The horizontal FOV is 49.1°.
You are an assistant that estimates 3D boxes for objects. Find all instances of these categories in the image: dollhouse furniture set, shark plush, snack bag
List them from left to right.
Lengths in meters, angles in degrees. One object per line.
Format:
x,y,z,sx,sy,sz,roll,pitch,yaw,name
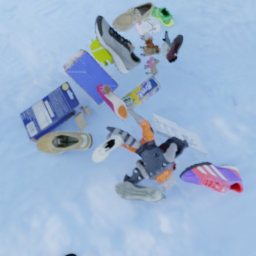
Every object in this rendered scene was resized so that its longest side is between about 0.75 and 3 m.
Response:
-2.033,-0.402,10.893,0.932,0.608,0.880,13,47,37,dollhouse furniture set
1.666,-3.397,11.408,0.638,1.532,0.696,-43,46,-2,shark plush
1.736,0.178,9.566,1.958,0.210,1.846,24,18,-7,snack bag

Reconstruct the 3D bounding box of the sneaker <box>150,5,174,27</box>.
1.754,-6.042,14.666,0.676,0.763,1.825,-33,60,-20,sneaker

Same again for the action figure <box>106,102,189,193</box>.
0.338,0.953,8.462,2.572,2.659,1.391,46,20,9,action figure

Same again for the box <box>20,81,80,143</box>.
-2.903,-0.629,10.580,2.287,0.371,1.386,-35,60,4,box

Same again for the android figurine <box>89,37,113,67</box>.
-1.110,-3.179,11.676,1.168,1.283,0.264,-8,36,45,android figurine

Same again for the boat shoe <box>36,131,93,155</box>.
-2.356,0.458,9.513,2.280,0.868,0.817,-10,83,26,boat shoe

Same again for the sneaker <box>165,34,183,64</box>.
1.876,-2.995,10.868,0.434,1.146,0.662,14,33,-19,sneaker

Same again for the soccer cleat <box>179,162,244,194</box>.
2.675,1.618,8.741,2.371,0.809,0.868,7,47,-30,soccer cleat

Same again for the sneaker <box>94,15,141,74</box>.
-0.376,-3.189,10.513,0.986,2.486,0.919,-16,45,28,sneaker

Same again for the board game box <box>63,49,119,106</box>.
-1.411,-1.902,10.179,0.993,1.634,2.050,-44,23,2,board game box

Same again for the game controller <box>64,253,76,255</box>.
-2.078,4.079,7.725,1.538,0.324,0.802,-17,57,-13,game controller

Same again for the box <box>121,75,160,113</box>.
0.386,-1.099,9.285,1.418,0.497,0.456,-38,77,2,box

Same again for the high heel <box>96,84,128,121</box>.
-0.477,-0.727,8.172,0.427,1.269,0.609,-47,25,-16,high heel

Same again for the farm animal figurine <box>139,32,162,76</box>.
0.853,-2.622,9.953,0.663,1.271,1.257,-9,39,-11,farm animal figurine

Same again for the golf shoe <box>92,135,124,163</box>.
-0.647,0.568,7.672,1.095,0.532,0.429,-42,78,15,golf shoe

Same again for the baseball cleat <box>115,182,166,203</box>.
0.378,2.096,8.772,1.640,0.873,0.572,4,66,37,baseball cleat

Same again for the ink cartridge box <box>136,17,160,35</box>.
1.021,-5.147,14.231,1.037,0.440,0.755,-20,57,-16,ink cartridge box

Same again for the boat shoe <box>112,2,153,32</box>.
0.194,-4.176,10.397,1.863,0.605,0.672,-34,85,-26,boat shoe
